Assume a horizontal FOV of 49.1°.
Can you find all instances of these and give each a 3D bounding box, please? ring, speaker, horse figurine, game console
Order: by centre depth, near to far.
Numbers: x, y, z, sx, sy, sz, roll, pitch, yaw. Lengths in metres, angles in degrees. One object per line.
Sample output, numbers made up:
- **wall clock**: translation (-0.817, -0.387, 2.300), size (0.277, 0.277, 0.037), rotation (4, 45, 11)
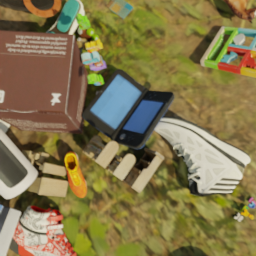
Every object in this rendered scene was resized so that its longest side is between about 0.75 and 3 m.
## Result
- **speaker**: translation (-3.337, 0.470, 6.663), size (1.025, 1.025, 2.524), rotation (-34, 113, -7)
- **game console**: translation (0.016, -0.592, 7.596), size (1.632, 1.131, 1.912), rotation (13, 62, 48)
- **ring**: translation (-2.421, -3.627, 7.898), size (1.036, 0.099, 1.036), rotation (3, 80, -19)
- **horse figurine**: translation (3.179, -4.617, 8.864), size (2.822, 0.704, 1.870), rotation (39, 81, 8)

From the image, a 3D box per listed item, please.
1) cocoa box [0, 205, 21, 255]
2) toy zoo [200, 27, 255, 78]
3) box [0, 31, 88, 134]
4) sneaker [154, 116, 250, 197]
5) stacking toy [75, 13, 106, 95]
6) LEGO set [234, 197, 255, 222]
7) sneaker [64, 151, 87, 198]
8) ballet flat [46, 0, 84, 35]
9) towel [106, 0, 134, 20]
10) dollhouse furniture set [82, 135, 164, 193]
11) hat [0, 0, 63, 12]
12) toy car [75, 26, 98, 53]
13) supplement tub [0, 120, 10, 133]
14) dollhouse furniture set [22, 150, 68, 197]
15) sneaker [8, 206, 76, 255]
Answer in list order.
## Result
- **cocoa box**: translation (-3.374, 2.694, 6.419), size (1.083, 1.101, 1.651), rotation (26, 35, -19)
- **toy zoo**: translation (3.413, -2.149, 7.929), size (2.264, 0.232, 1.485), rotation (24, 73, 35)
- **box**: translation (-2.200, -1.020, 7.264), size (1.944, 2.344, 1.924), rotation (4, 78, 0)
- **sneaker**: translation (1.727, 0.877, 7.516), size (2.814, 1.062, 1.619), rotation (27, 77, 3)
- **stacking toy**: translation (-0.946, -1.766, 7.479), size (0.518, 2.203, 1.661), rotation (-14, 86, 5)
- **LEGO set**: translation (3.285, 2.289, 7.616), size (0.321, 0.298, 0.781), rotation (44, 83, 9)
- **sneaker**: translation (-1.477, 1.296, 7.623), size (0.478, 0.506, 1.311), rotation (-19, 92, -2)
- **ballet flat**: translation (-1.990, -2.754, 8.385), size (0.778, 0.778, 2.240), rotation (37, 98, 7)
- **towel**: translation (-0.263, -3.887, 9.036), size (0.751, 0.081, 0.551), rotation (39, 81, 9)
- **dollhouse furniture set**: translation (-0.118, 0.716, 7.384), size (1.712, 1.501, 1.137), rotation (39, 80, -18)
- **hat**: translation (-3.164, -4.530, 8.510), size (2.912, 1.175, 2.912), rotation (7, 73, -24)
- **toy car**: translation (-1.422, -2.653, 8.487), size (0.653, 0.628, 0.795), rotation (30, 86, 25)
- **supplement tub**: translation (-4.405, -0.492, 7.690), size (1.974, 1.303, 1.303), rotation (39, 81, 7)
- **dollhouse furniture set**: translation (-2.376, 1.276, 7.876), size (1.145, 0.933, 1.089), rotation (1, 75, 36)
- **sneaker**: translation (-1.833, 2.936, 7.218), size (2.373, 0.792, 1.272), rotation (25, 82, 8)
